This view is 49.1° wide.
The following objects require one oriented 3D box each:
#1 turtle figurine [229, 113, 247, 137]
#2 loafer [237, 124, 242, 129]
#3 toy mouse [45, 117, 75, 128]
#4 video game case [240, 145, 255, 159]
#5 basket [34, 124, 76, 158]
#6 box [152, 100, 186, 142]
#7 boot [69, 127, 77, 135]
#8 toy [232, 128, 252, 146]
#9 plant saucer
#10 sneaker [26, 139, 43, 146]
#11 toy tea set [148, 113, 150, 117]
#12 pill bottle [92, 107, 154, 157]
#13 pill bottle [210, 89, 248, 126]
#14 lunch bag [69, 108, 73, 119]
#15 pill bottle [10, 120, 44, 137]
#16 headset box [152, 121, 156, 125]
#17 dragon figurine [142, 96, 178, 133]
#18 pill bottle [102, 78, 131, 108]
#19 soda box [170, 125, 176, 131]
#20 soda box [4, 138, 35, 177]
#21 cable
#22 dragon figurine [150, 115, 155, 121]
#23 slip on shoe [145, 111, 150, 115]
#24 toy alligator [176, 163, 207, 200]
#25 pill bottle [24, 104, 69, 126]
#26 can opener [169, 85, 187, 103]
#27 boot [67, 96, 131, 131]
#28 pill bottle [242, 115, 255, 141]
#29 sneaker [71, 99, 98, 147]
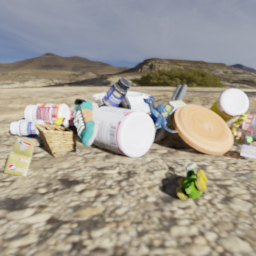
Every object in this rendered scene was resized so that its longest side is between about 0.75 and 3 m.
[{"bbox_3d":[4.296,-0.151,11.132,0.378,0.946,1.173,35,38,4],"label":"turtle figurine"},{"bbox_3d":[5.939,-0.078,12.885,2.100,0.733,0.734,-3,-10,-11],"label":"loafer"},{"bbox_3d":[-2.514,-0.132,11.119,1.254,0.243,1.115,-13,-18,2],"label":"toy mouse"},{"bbox_3d":[4.090,0.797,9.369,0.558,0.070,0.779,12,24,24],"label":"video game case"},{"bbox_3d":[-2.569,0.233,10.157,1.060,1.107,1.485,-28,22,-22],"label":"basket"},{"bbox_3d":[1.546,-0.259,11.547,1.036,1.882,0.327,-16,53,-48],"label":"box"},{"bbox_3d":[-2.652,0.257,11.650,0.906,0.394,1.089,-36,36,-18],"label":"boot"},{"bbox_3d":[4.375,0.360,11.003,0.271,0.660,1.147,5,6,-17],"label":"toy"},{"bbox_3d":[2.850,-0.044,10.521,2.433,0.393,2.433,14,42,-13],"label":"plant saucer"},{"bbox_3d":[-3.705,0.583,11.062,0.932,0.332,0.372,3,1,33],"label":"sneaker"},{"bbox_3d":[0.877,-0.373,15.201,1.593,0.590,0.947,-17,-12,-2],"label":"toy tea set"},{"bbox_3d":[-0.535,0.044,10.490,1.602,1.602,2.826,-10,15,-39],"label":"pill bottle"},{"bbox_3d":[4.279,-0.775,12.251,1.175,1.175,2.151,0,-16,-1],"label":"pill bottle"},{"bbox_3d":[-2.861,-0.888,17.223,1.667,0.683,1.468,1,12,6],"label":"lunch bag"},{"bbox_3d":[-4.539,0.023,12.637,1.362,0.756,0.756,1,12,6],"label":"pill bottle"},{"bbox_3d":[0.325,-0.134,13.375,1.960,0.757,1.459,7,14,41],"label":"headset box"},{"bbox_3d":[1.072,-0.485,9.985,0.510,0.861,1.733,-25,46,-15],"label":"dragon figurine"},{"bbox_3d":[-0.457,-1.377,11.125,0.684,1.224,0.684,29,32,-21],"label":"pill bottle"},{"bbox_3d":[2.276,-0.376,13.625,0.720,0.762,2.249,13,10,7],"label":"soda box"},{"bbox_3d":[-3.286,0.853,8.625,0.598,0.632,1.867,15,7,-18],"label":"soda box"},{"bbox_3d":[-0.176,-1.374,15.799,2.975,1.030,2.974,12,19,37],"label":"cable"},{"bbox_3d":[0.931,-0.318,12.163,0.221,0.374,0.753,26,-32,-17],"label":"dragon figurine"},{"bbox_3d":[0.885,-0.904,17.056,2.587,0.784,0.984,3,12,15],"label":"slip on shoe"},{"bbox_3d":[1.641,1.347,6.955,0.642,0.465,1.936,-30,1,21],"label":"toy alligator"},{"bbox_3d":[-4.379,-0.714,15.156,2.165,1.186,1.186,3,12,12],"label":"pill bottle"},{"bbox_3d":[2.792,-1.505,15.959,0.644,0.807,2.415,4,43,29],"label":"can opener"},{"bbox_3d":[-1.421,-0.528,13.023,2.582,1.027,2.966,-28,3,-29],"label":"boot"},{"bbox_3d":[5.788,0.055,11.536,1.909,1.106,1.106,6,13,35],"label":"pill bottle"},{"bbox_3d":[-1.537,-0.221,9.470,0.870,0.777,2.177,21,32,-22],"label":"sneaker"}]
